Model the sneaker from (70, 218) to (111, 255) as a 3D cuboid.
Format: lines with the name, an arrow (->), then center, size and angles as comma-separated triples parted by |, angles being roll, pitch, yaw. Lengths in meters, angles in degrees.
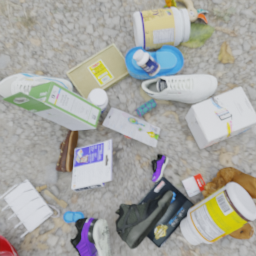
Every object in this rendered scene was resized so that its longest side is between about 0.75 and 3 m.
sneaker -> -1.357, 4.194, 9.762 | 1.290, 0.902, 2.594 | 5, 108, 19

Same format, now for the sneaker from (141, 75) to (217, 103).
sneaker -> 1.892, -1.527, 10.575 | 2.792, 1.124, 1.067 | -4, 80, 30

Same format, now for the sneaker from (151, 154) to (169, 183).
sneaker -> 1.073, 1.509, 10.763 | 0.579, 0.405, 1.165 | 35, 62, -12

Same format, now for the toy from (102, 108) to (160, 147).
toy -> 0.130, 0.086, 10.995 | 2.162, 0.510, 1.245 | 21, 39, 1

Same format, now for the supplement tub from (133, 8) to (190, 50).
supplement tub -> 1.324, -4.047, 11.448 | 2.097, 1.525, 1.525 | -8, 79, -1

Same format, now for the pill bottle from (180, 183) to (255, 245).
pill bottle -> 2.892, 2.934, 9.265 | 2.376, 1.298, 1.298 | -44, 80, 28

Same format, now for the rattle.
rattle -> 2.517, -5.140, 11.763 | 2.022, 1.445, 1.317 | 24, 68, 9

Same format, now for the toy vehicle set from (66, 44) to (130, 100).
toy vehicle set -> -1.175, -2.304, 11.706 | 2.394, 0.317, 1.488 | -33, 80, -6

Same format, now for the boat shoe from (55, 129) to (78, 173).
boat shoe -> -2.394, 0.816, 10.861 | 0.640, 0.641, 1.821 | 1, 66, 16

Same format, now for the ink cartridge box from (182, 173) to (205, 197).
ink cartridge box -> 2.580, 2.216, 10.850 | 0.827, 0.236, 0.672 | -24, 79, -1

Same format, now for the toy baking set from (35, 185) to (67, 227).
toy baking set -> -3.306, 2.924, 10.708 | 1.849, 0.215, 1.419 | -26, 85, 1

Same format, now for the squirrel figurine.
squirrel figurine -> 3.906, 2.734, 10.226 | 2.419, 1.712, 2.258 | 28, 90, 20

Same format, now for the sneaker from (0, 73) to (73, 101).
sneaker -> -3.731, -1.551, 10.987 | 2.909, 1.175, 1.113 | 0, 105, 1

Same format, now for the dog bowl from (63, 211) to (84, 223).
dog bowl -> -2.052, 3.380, 10.608 | 0.784, 0.194, 0.437 | 3, 79, 0

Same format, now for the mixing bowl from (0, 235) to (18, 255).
mixing bowl -> -4.680, 4.915, 9.593 | 2.411, 1.306, 2.411 | -3, 64, 7

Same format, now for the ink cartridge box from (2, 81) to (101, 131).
ink cartridge box -> -2.498, -0.821, 9.506 | 2.888, 1.500, 0.857 | 28, 68, -39

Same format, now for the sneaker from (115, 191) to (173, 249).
sneaker -> 0.480, 2.865, 9.836 | 1.392, 0.929, 2.429 | 34, 64, 32

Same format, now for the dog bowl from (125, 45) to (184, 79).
dog bowl -> 1.014, -2.572, 11.212 | 2.333, 0.578, 1.300 | -4, 71, -7

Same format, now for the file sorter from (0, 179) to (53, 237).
file sorter -> -3.773, 2.890, 10.124 | 1.134, 1.017, 1.634 | -40, 84, -1

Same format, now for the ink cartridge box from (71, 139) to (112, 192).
ink cartridge box -> -1.254, 1.381, 10.276 | 1.682, 0.365, 1.667 | -16, 55, 22

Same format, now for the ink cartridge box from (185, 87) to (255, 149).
ink cartridge box -> 3.461, -0.314, 10.624 | 2.036, 1.499, 1.473 | -21, 75, -4

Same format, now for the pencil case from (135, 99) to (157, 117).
pencil case -> 0.715, -0.797, 11.136 | 0.885, 0.409, 0.377 | -33, 69, -20

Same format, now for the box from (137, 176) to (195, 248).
box -> 1.229, 3.122, 10.505 | 1.637, 0.474, 2.060 | 43, 81, 7

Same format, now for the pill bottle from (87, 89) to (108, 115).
pill bottle -> -1.184, -1.004, 10.812 | 0.780, 1.348, 0.780 | 2, 78, -8

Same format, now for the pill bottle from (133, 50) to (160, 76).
pill bottle -> 0.656, -2.360, 10.142 | 0.976, 0.542, 0.542 | 35, 78, -32
